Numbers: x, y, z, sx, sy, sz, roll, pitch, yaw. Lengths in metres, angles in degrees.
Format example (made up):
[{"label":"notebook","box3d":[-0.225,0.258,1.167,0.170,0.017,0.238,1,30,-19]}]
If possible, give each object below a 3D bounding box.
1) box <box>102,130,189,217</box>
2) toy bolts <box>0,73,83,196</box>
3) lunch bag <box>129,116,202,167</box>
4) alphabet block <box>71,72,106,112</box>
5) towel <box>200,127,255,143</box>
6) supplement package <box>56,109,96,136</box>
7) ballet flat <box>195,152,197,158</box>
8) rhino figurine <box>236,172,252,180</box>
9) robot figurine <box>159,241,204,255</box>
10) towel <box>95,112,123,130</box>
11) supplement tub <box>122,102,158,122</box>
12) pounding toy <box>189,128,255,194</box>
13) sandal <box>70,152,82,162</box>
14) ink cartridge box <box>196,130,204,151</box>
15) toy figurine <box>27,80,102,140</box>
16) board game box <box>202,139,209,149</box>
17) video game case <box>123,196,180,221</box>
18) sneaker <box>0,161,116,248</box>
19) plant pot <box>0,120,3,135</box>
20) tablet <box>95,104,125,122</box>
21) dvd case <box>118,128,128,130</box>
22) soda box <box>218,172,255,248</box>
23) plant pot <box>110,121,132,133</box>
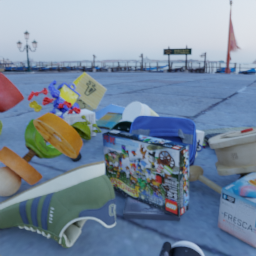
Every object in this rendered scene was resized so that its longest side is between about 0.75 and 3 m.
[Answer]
[{"label":"box","box3d":[0.342,0.944,6.385,2.175,1.486,0.410,10,20,41]},{"label":"toy bolts","box3d":[-2.711,0.322,6.226,2.639,2.763,1.916,-2,43,55]},{"label":"lunch bag","box3d":[1.042,0.499,7.938,2.072,1.408,1.371,3,-27,16]},{"label":"alphabet block","box3d":[-2.339,-1.755,15.003,1.542,1.514,1.506,36,-32,-21]},{"label":"towel","box3d":[4.475,0.529,10.512,2.928,0.506,2.819,-4,14,-8]},{"label":"supplement package","box3d":[-2.206,-0.154,11.904,1.358,1.023,1.031,-10,17,-31]},{"label":"ballet flat","box3d":[2.072,0.774,9.546,0.526,0.568,1.611,24,16,-10]},{"label":"rhino figurine","box3d":[3.893,0.997,7.964,2.741,0.820,1.199,-12,-5,-35]},{"label":"robot figurine","box3d":[0.796,2.126,4.080,0.635,0.764,1.017,1,13,18]},{"label":"towel","box3d":[-0.924,-0.367,13.644,1.084,0.160,1.479,8,33,29]},{"label":"supplement tub","box3d":[0.613,-0.254,11.029,1.108,1.108,1.529,18,-14,48]},{"label":"pounding toy","box3d":[2.935,0.879,6.953,2.848,1.634,1.629,-16,0,35]},{"label":"sandal","box3d":[-1.995,0.675,9.505,0.465,0.296,1.238,-37,49,-23]},{"label":"ink cartridge box","box3d":[2.289,0.397,10.457,0.401,0.694,0.957,-4,14,-40]},{"label":"toy figurine","box3d":[-2.164,-1.026,10.883,1.536,2.912,1.745,-26,36,42]},{"label":"board game box","box3d":[2.843,0.596,10.922,0.513,0.138,0.855,12,19,25]},{"label":"video game case","box3d":[0.583,1.687,6.836,1.235,0.164,1.728,1,14,5]},{"label":"sneaker","box3d":[-1.449,1.676,5.217,2.811,1.262,0.943,-26,-9,18]},{"label":"plant pot","box3d":[-5.983,-0.247,11.007,1.809,1.967,1.967,31,30,31]},{"label":"tablet","box3d":[-0.854,-0.684,14.722,1.670,0.175,2.567,-30,28,-26]},{"label":"dvd case","box3d":[0.061,0.037,12.902,1.201,0.132,0.877,10,18,30]},{"label":"soda box","box3d":[3.118,1.470,6.101,2.748,0.940,0.874,-13,20,-39]},{"label":"plant pot","box3d":[-0.154,0.314,10.081,1.214,1.214,0.974,-2,5,-7]}]
